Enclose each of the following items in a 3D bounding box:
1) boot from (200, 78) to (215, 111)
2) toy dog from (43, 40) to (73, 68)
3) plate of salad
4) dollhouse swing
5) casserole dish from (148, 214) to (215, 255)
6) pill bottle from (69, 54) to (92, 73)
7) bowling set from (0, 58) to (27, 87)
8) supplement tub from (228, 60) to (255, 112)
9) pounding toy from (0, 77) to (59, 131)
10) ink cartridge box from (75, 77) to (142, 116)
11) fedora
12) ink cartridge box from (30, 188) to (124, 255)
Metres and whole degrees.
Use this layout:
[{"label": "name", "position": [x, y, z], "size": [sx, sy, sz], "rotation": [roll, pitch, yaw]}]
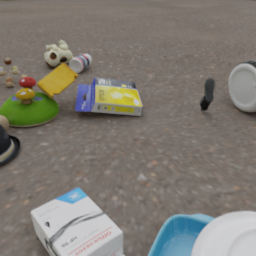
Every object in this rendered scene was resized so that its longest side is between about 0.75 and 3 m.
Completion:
[{"label": "boot", "position": [2.781, -1.150, 9.889], "size": [0.348, 0.875, 1.062], "rotation": [8, -13, 9]}, {"label": "toy dog", "position": [-3.768, -3.702, 14.776], "size": [1.510, 1.086, 1.557], "rotation": [44, 39, 2]}, {"label": "plate of salad", "position": [2.240, 2.534, 4.004], "size": [2.903, 0.697, 2.903], "rotation": [8, 39, -6]}, {"label": "dollhouse swing", "position": [-2.529, -1.546, 10.265], "size": [1.106, 1.070, 1.217], "rotation": [41, 71, 16]}, {"label": "casserole dish", "position": [1.050, 2.524, 4.612], "size": [1.565, 0.501, 2.584], "rotation": [13, 33, 22]}, {"label": "pill bottle", "position": [-2.364, -3.308, 14.190], "size": [0.738, 0.738, 1.233], "rotation": [11, 32, 17]}, {"label": "bowling set", "position": [-5.313, -2.394, 12.320], "size": [1.687, 1.174, 0.905], "rotation": [-15, 35, -17]}, {"label": "supplement tub", "position": [5.468, -1.684, 10.393], "size": [2.995, 1.835, 1.835], "rotation": [-10, 32, -18]}, {"label": "pounding toy", "position": [-3.746, -0.944, 9.660], "size": [2.651, 1.230, 2.046], "rotation": [-24, 38, -38]}, {"label": "ink cartridge box", "position": [-0.761, -1.264, 10.655], "size": [2.325, 0.546, 2.298], "rotation": [6, 32, -11]}, {"label": "fedora", "position": [-3.906, 0.415, 7.881], "size": [1.707, 0.779, 1.707], "rotation": [0, 31, 0]}, {"label": "ink cartridge box", "position": [-0.857, 2.071, 5.215], "size": [1.118, 0.654, 1.927], "rotation": [-23, 38, -34]}]
